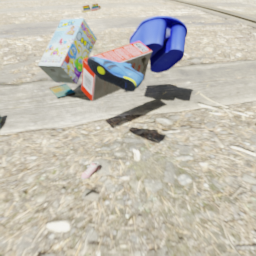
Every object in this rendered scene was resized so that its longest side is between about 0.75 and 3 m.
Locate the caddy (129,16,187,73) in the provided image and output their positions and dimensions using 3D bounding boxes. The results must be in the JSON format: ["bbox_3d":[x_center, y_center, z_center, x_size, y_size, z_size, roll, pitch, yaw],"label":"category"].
[{"bbox_3d":[1.170,-3.421,11.394,1.986,2.809,1.474,9,75,-20],"label":"caddy"}]

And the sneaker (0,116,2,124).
[{"bbox_3d":[-5.674,-0.240,11.391,0.711,0.819,1.849,-6,35,-9],"label":"sneaker"}]

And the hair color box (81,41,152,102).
[{"bbox_3d":[-0.418,-2.048,9.984,2.478,1.374,0.792,-26,60,-30],"label":"hair color box"}]

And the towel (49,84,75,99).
[{"bbox_3d":[-3.419,-1.911,14.490,0.994,0.147,1.356,-19,37,-26],"label":"towel"}]

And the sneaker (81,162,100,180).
[{"bbox_3d":[-1.266,1.392,9.370,0.756,0.395,0.285,-29,46,-34],"label":"sneaker"}]

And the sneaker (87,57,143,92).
[{"bbox_3d":[-0.346,-1.577,7.679,1.625,0.535,0.637,27,58,10],"label":"sneaker"}]

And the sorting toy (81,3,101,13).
[{"bbox_3d":[-1.385,-4.415,10.290,0.648,0.227,1.344,-8,25,3],"label":"sorting toy"}]

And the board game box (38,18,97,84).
[{"bbox_3d":[-2.653,-3.428,12.572,1.353,1.328,2.579,9,68,28],"label":"board game box"}]
